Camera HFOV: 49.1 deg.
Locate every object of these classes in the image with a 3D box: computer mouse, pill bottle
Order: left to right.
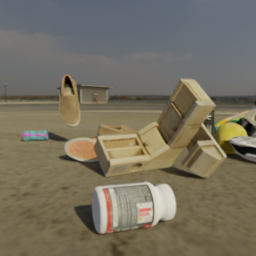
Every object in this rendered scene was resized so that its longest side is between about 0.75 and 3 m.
[{"bbox_3d":[0.079,1.186,4.261,1.168,0.677,0.677,-1,6,-19],"label":"pill bottle"},{"bbox_3d":[4.341,0.823,8.457,1.543,0.617,2.814,-9,15,-30],"label":"computer mouse"}]

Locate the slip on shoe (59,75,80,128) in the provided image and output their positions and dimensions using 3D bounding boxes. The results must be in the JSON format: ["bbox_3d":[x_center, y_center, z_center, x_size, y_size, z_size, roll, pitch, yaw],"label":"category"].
[{"bbox_3d":[-2.515,-1.175,11.980,0.878,2.308,0.699,-1,-21,-8],"label":"slip on shoe"}]

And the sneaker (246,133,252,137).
[{"bbox_3d":[5.178,0.357,12.554,0.440,0.629,1.264,-2,6,-19],"label":"sneaker"}]

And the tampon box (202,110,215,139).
[{"bbox_3d":[2.968,-0.136,13.233,1.953,1.464,1.233,0,6,5],"label":"tampon box"}]

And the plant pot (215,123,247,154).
[{"bbox_3d":[3.610,0.488,10.033,1.114,1.114,0.791,3,29,31],"label":"plant pot"}]

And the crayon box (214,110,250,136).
[{"bbox_3d":[5.387,-0.229,13.496,2.533,0.738,1.504,-21,1,9],"label":"crayon box"}]

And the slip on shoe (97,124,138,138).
[{"bbox_3d":[-0.210,0.213,13.319,2.499,0.757,0.950,0,6,5],"label":"slip on shoe"}]

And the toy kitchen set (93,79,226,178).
[{"bbox_3d":[0.775,0.378,6.756,2.194,2.432,1.984,-3,48,-30],"label":"toy kitchen set"}]

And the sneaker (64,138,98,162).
[{"bbox_3d":[-0.948,0.704,9.093,2.147,0.766,0.858,3,-2,-7],"label":"sneaker"}]

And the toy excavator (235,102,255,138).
[{"bbox_3d":[6.038,0.077,11.812,2.976,1.487,2.894,34,15,-19],"label":"toy excavator"}]

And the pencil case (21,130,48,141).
[{"bbox_3d":[-4.361,0.364,13.173,1.164,0.495,0.538,-2,-11,-14],"label":"pencil case"}]
